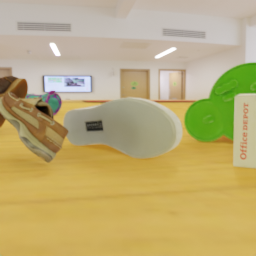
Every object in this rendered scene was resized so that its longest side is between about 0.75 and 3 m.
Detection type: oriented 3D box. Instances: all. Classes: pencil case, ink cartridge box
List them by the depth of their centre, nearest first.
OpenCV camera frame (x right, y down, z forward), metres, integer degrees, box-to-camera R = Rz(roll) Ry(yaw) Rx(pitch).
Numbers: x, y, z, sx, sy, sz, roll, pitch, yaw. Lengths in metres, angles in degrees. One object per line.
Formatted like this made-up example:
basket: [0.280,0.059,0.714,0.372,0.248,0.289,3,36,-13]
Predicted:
ink cartridge box: [2.186,0.020,3.837,1.334,0.982,0.965,3,8,27]
pencil case: [-4.238,-1.156,12.883,2.454,1.134,1.044,5,10,30]

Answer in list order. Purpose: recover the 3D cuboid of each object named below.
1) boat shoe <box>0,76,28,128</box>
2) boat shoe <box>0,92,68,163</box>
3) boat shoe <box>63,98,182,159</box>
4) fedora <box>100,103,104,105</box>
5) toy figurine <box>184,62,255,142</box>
boat shoe: [-3.456,-0.614,7.044,0.927,0.928,2.636,9,27,-1]
boat shoe: [-1.404,-0.146,4.222,1.673,0.601,0.634,39,-7,36]
boat shoe: [-0.086,-0.087,4.865,2.607,0.959,0.852,8,14,43]
fedora: [-0.403,-0.396,8.352,1.782,0.727,1.782,0,8,0]
toy figurine: [2.454,-0.266,6.362,2.163,1.624,1.991,-23,-14,15]
